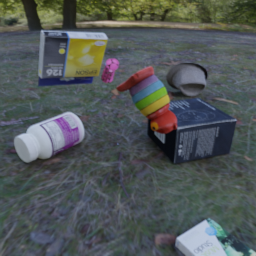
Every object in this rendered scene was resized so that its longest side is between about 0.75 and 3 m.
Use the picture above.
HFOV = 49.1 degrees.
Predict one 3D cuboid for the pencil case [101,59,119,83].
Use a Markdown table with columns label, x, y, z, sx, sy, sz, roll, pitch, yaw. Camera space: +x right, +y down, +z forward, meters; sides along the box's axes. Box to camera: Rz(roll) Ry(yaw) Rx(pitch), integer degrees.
| label | x | y | z | sx | sy | sz | roll | pitch | yaw |
| --- | --- | --- | --- | --- | --- | --- | --- | --- | --- |
| pencil case | -0.768 | -2.242 | 11.247 | 0.582 | 0.601 | 1.283 | 6 | -17 | -11 |

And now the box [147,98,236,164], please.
| label | x | y | z | sx | sy | sz | roll | pitch | yaw |
| --- | --- | --- | --- | --- | --- | --- | --- | --- | --- |
| box | 2.426 | -0.009 | 11.357 | 2.529 | 1.595 | 2.573 | -9 | 28 | -18 |

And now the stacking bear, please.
| label | x | y | z | sx | sy | sz | roll | pitch | yaw |
| --- | --- | --- | --- | --- | --- | --- | --- | --- | --- |
| stacking bear | 0.699 | -0.670 | 7.891 | 1.056 | 1.857 | 1.128 | -32 | 3 | -36 |

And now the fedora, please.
| label | x | y | z | sx | sy | sz | roll | pitch | yaw |
| --- | --- | --- | --- | --- | --- | --- | --- | --- | --- |
| fedora | 3.639 | -2.712 | 16.743 | 2.580 | 2.282 | 1.165 | 12 | 50 | -28 |

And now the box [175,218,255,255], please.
| label | x | y | z | sx | sy | sz | roll | pitch | yaw |
| --- | --- | --- | --- | --- | --- | --- | --- | --- | --- |
| box | 2.181 | 3.009 | 6.690 | 1.251 | 0.315 | 1.733 | -18 | 32 | -31 |

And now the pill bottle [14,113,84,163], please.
| label | x | y | z | sx | sy | sz | roll | pitch | yaw |
| --- | --- | --- | --- | --- | --- | --- | --- | --- | --- |
| pill bottle | -3.028 | 0.383 | 10.859 | 1.375 | 1.375 | 2.450 | 21 | 33 | 36 |

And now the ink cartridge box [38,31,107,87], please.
| label | x | y | z | sx | sy | sz | roll | pitch | yaw |
| --- | --- | --- | --- | --- | --- | --- | --- | --- | --- |
| ink cartridge box | -2.364 | -2.710 | 11.702 | 2.578 | 2.609 | 0.613 | -9 | 47 | -29 |
